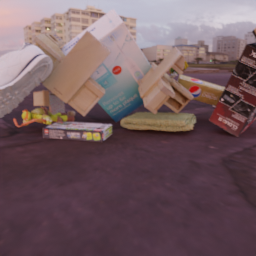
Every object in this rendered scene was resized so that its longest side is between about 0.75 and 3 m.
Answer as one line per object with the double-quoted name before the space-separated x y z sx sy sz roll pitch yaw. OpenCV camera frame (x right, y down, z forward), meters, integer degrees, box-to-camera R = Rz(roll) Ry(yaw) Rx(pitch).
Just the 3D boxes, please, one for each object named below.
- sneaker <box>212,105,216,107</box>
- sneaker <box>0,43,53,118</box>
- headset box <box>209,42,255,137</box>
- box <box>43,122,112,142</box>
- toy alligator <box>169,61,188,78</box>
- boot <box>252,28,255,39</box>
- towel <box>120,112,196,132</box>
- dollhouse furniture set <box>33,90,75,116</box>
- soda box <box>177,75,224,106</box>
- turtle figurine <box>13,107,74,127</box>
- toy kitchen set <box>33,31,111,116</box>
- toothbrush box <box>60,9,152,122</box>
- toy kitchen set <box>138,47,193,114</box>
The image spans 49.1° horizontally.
"sneaker" 4.225 -0.976 12.417 0.512 0.443 1.181 -12 9 -22
"sneaker" -2.804 -1.043 6.341 0.909 0.862 2.257 40 68 14
"headset box" 3.548 -1.084 8.184 1.010 2.615 1.946 35 37 24
"box" -1.416 0.091 7.974 1.718 0.298 0.946 3 14 14
"toy alligator" 1.531 -1.898 8.808 0.510 0.370 1.539 -21 11 25
"boot" 4.041 -2.556 6.511 1.928 0.747 1.334 -8 -24 -18
"towel" 0.990 -0.199 8.792 2.197 0.401 1.630 3 11 19
"dollhouse furniture set" -2.308 -0.812 9.836 1.756 0.910 0.777 -4 5 -41
"soda box" 2.614 -1.274 9.825 1.894 0.606 0.641 17 26 5
"turtle figurine" -2.642 -0.328 8.747 1.636 0.653 2.028 4 -5 -40
"toy kitchen set" -1.451 -1.939 7.968 2.208 1.801 1.992 40 15 -17
"toothbrush box" -0.430 -1.863 8.966 2.088 2.852 1.216 -33 42 8
"toy kitchen set" 1.435 -1.123 7.926 1.699 1.536 1.883 34 23 -21
